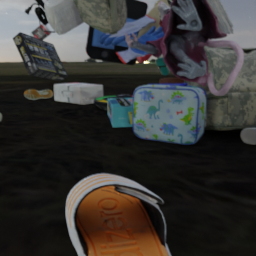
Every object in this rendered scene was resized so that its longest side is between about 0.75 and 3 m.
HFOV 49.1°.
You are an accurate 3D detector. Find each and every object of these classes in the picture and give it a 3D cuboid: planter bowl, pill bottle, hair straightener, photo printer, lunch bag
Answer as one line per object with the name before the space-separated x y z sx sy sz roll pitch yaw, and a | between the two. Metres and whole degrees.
planter bowl | 1.541 -3.802 10.482 2.270 1.528 2.270 9 -2 0
pill bottle | -3.662 -3.802 11.462 0.928 0.514 0.514 -36 13 5
hair straightener | -2.635 -3.629 8.336 0.904 0.481 2.348 -21 -19 3
photo printer | -1.706 -3.279 7.891 1.239 1.030 0.430 -36 61 -12
lunch bag | 1.054 -0.412 7.272 1.889 1.519 0.779 7 15 30
lunch bag | 3.124 -1.218 8.287 2.861 2.399 1.993 -4 4 -19
lunch bag | -0.573 -3.056 5.978 1.188 1.704 1.430 -21 54 -14

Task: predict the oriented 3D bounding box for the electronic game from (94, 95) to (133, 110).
electronic game | -0.153 -1.209 12.696 2.809 0.585 2.809 0 13 0

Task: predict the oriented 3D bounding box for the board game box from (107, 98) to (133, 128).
board game box | 0.807 -0.637 10.035 2.962 0.695 2.236 -2 13 -8

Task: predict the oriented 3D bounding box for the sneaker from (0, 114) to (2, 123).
sneaker | -4.876 -0.460 8.527 0.779 1.035 2.213 8 16 32

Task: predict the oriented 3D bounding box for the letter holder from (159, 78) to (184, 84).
letter holder | 2.464 -1.732 13.283 1.879 1.335 0.945 11 17 40

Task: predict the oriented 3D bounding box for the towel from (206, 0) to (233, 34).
towel | 2.704 -4.265 10.031 0.316 1.952 2.658 -36 23 7

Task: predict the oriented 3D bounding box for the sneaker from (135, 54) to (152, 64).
sneaker | 1.405 -3.970 12.055 1.097 2.977 1.291 21 20 -52

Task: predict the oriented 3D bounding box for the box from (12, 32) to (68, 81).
box | -3.068 -2.482 10.005 0.448 1.470 1.824 -30 -7 20

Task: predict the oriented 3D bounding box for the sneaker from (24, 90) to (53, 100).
sneaker | -4.972 -1.803 15.619 1.539 0.582 0.675 0 -4 -9

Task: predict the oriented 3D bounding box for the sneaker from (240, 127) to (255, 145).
sneaker | 3.690 0.177 6.795 0.811 0.578 1.635 -16 16 -35

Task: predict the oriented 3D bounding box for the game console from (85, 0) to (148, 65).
game console | -0.520 -4.196 12.077 2.404 2.719 0.422 6 23 -17

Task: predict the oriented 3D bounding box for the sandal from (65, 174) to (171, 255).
sandal | -0.041 0.989 2.879 1.071 0.801 2.796 -4 14 -17

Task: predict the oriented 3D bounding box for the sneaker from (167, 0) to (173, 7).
sneaker | 1.209 -3.382 7.770 0.315 0.790 0.514 36 32 19

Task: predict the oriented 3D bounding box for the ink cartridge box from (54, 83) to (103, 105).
ink cartridge box | -2.566 -1.815 14.564 2.179 0.902 1.596 11 17 39

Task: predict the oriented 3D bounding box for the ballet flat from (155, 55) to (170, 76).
ballet flat | 1.308 -2.479 10.619 0.494 0.494 1.377 3 -16 14

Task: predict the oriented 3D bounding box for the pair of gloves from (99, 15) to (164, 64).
pair of gloves | 0.215 -2.903 8.798 1.990 0.282 2.475 -29 48 -9

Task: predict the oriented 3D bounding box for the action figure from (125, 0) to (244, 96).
action figure | 1.259 -2.292 6.139 2.210 1.988 2.967 23 25 -10
